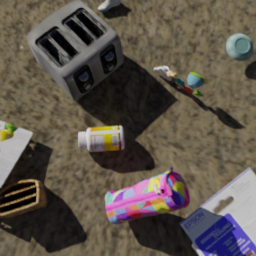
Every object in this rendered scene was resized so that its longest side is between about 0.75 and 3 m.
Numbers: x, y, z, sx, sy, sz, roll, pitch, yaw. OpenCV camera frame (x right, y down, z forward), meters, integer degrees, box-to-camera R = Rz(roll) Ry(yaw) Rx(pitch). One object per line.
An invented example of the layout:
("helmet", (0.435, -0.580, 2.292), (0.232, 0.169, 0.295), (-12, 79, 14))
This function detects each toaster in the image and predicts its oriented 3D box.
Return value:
("toaster", (-1.662, -2.499, 8.860), (2.229, 1.462, 2.465), (-41, 77, -13))

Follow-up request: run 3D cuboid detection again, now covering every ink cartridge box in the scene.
("ink cartridge box", (3.144, 2.920, 7.543), (2.676, 0.586, 2.701), (-33, 77, -13))

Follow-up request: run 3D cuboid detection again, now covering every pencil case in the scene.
("pencil case", (0.407, 1.806, 7.136), (2.360, 1.043, 1.043), (-30, 69, 37))

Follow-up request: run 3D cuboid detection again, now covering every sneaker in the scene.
("sneaker", (-0.712, -4.482, 10.005), (0.905, 0.392, 0.339), (-35, 64, -11))

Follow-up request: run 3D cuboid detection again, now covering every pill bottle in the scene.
("pill bottle", (-0.792, 0.341, 8.337), (1.321, 0.722, 0.722), (-4, 73, -3))

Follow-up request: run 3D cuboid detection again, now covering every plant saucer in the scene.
("plant saucer", (3.653, -2.635, 9.060), (0.936, 0.180, 0.936), (1, 83, -5))

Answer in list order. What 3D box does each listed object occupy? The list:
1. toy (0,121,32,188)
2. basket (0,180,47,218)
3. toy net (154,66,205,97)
("toy", (-3.973, 1.063, 8.204), (1.458, 0.598, 2.531), (19, 68, 11))
("basket", (-3.005, 1.910, 7.767), (1.237, 0.922, 0.883), (-17, 73, -4))
("toy net", (1.624, -1.582, 8.900), (1.800, 0.944, 0.348), (33, 87, 34))
